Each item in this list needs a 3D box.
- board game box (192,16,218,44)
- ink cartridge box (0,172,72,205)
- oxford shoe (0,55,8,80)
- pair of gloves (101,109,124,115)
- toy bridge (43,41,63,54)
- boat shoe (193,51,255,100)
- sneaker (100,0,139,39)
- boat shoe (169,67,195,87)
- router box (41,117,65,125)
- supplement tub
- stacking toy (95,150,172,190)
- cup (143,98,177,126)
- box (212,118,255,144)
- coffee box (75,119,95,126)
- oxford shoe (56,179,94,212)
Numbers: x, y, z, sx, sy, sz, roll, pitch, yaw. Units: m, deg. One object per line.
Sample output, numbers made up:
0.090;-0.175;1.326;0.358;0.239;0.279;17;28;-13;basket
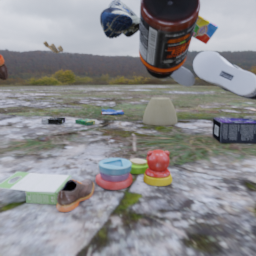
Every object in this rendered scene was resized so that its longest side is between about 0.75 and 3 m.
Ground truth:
2.296;-3.105;8.820;0.834;0.638;0.168;24;39;-12;board game box
-1.736;1.114;5.280;1.151;0.276;0.838;1;11;6;ink cartridge box
-3.952;-1.847;8.084;0.639;0.651;1.795;-32;42;-19;oxford shoe
-0.868;-0.891;15.599;1.260;0.179;1.567;-1;11;-2;pair of gloves
-2.965;-3.194;11.264;1.210;0.407;0.165;27;68;38;toy bridge
3.532;-1.840;9.958;0.993;1.051;2.929;20;15;-42;boat shoe
-0.412;-3.826;9.690;1.036;1.146;2.689;-37;-2;24;sneaker
1.779;-2.220;10.915;1.822;0.625;0.516;28;18;-6;boat shoe
-3.343;-0.318;12.574;0.887;0.226;0.661;1;11;7;router box
1.059;-2.571;8.029;1.516;1.516;2.834;0;-21;2;supplement tub
0.048;0.748;6.122;1.584;0.669;1.434;-3;12;-16;stacking toy
1.443;-0.787;12.659;1.569;1.122;1.569;-1;12;0;cup
3.627;0.079;9.390;1.334;0.696;0.987;0;11;1;box
-1.903;-0.261;12.403;0.832;0.183;0.512;11;16;43;coffee box
-0.904;1.097;5.053;0.390;0.399;1.095;3;12;15;oxford shoe
